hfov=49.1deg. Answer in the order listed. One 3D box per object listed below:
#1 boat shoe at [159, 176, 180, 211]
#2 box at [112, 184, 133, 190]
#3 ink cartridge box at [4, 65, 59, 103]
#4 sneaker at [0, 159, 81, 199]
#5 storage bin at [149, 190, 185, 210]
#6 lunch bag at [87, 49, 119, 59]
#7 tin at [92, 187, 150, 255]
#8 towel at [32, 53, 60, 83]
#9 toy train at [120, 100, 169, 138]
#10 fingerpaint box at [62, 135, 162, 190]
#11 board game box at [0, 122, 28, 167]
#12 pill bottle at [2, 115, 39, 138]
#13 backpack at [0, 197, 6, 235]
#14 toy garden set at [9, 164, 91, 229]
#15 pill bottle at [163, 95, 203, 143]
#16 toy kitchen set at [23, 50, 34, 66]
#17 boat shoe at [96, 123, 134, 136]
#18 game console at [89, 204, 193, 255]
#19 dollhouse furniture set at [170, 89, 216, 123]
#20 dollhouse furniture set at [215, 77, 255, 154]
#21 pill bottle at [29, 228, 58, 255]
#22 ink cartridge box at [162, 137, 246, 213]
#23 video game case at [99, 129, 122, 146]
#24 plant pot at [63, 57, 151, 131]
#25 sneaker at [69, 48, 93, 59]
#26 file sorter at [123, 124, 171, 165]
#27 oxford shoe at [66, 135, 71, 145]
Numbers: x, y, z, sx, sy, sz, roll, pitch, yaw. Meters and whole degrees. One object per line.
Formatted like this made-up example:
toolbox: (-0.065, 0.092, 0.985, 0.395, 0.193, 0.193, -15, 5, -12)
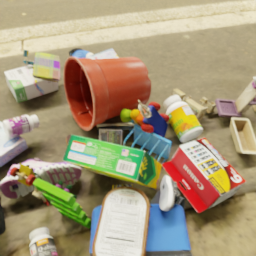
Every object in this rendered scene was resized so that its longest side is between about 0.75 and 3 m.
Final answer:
boat shoe: (1.345, 2.092, 8.758, 0.586, 0.618, 1.768, 26, 13, -2)
box: (-0.133, 2.932, 9.151, 0.732, 0.672, 2.090, -2, 50, -3)
ink cartridge box: (-4.482, -2.192, 13.105, 2.031, 0.853, 1.471, -23, 53, -24)
sneaker: (-3.079, 1.581, 10.025, 2.757, 1.109, 1.219, -9, 32, -9)
storage bin: (1.128, 2.722, 9.225, 0.912, 0.988, 1.358, 23, 54, 31)
lunch bag: (-1.256, -2.748, 13.456, 1.957, 1.244, 1.660, -23, 52, -9)
tin: (-0.168, 2.750, 7.669, 1.415, 0.529, 2.528, 3, 46, 9)
towel: (-3.714, -2.776, 12.777, 1.176, 0.186, 1.638, 6, 54, -21)
toy train: (0.360, -0.455, 10.558, 1.566, 2.707, 1.146, 7, 69, 33)
fingerpaint box: (-0.423, 1.144, 9.256, 2.593, 2.163, 0.951, 11, 76, 24)
board game box: (-5.788, 0.757, 10.742, 2.641, 0.576, 2.654, 29, 51, 27)
pill bottle: (-4.116, -0.103, 10.820, 1.226, 0.688, 0.688, -20, 52, -34)
backpack: (-5.239, 2.928, 8.529, 2.608, 1.651, 2.176, -21, 46, -15)
toy garden set: (-2.240, 2.045, 8.592, 2.177, 2.611, 0.521, 20, 61, 19)
pill bottle: (2.163, -0.401, 11.415, 1.005, 1.005, 1.811, -20, 67, -16)
toy kitchen set: (-4.432, -3.206, 12.901, 0.813, 0.651, 0.479, 10, 20, -2)
boat shoe: (-0.531, 0.071, 11.332, 1.658, 0.621, 0.513, -3, 91, 19)
game console: (0.340, 3.727, 8.187, 2.820, 2.407, 1.669, -1, 12, 0)
dollhouse furniture set: (2.811, -0.991, 12.475, 1.428, 0.898, 1.614, -17, 48, -45)
dollhouse furniture set: (5.201, -0.486, 10.985, 2.286, 2.048, 2.885, 4, 57, -12)
pill bottle: (-2.559, 3.740, 8.457, 0.738, 0.738, 1.268, -19, 53, -15)
ink cartridge box: (2.570, 1.567, 9.730, 1.895, 0.905, 2.158, -15, 54, -35)
video game case: (-0.698, 0.546, 10.975, 0.891, 0.980, 0.114, 2, 14, -1)
plant pot: (-0.780, -1.655, 11.598, 2.852, 2.933, 2.933, -17, 52, -28)
sneaker: (-2.720, -3.410, 14.252, 1.095, 0.755, 1.968, 29, 52, 15)
file sorter: (0.684, 0.812, 10.618, 1.556, 1.079, 0.954, 27, 56, 20)
oxford shoe: (-1.911, 0.703, 10.946, 0.627, 0.639, 1.761, -31, 51, -26)
